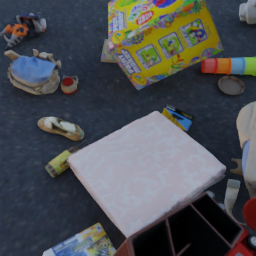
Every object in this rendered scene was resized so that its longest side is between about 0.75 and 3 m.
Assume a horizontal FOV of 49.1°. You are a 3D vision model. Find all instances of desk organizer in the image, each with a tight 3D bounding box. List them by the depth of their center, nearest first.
[{"bbox_3d":[0.757,1.986,4.343,1.070,1.148,2.983,45,22,24],"label":"desk organizer"}]

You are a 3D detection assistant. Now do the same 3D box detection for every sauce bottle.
[{"bbox_3d":[-1.592,0.788,7.516,1.280,0.414,0.414,-39,64,-21],"label":"sauce bottle"}]

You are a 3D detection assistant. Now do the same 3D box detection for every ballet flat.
[{"bbox_3d":[-1.966,-0.077,8.060,1.508,0.492,0.532,16,61,12],"label":"ballet flat"}]

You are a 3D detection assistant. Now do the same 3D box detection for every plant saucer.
[{"bbox_3d":[3.367,-1.367,9.174,0.836,0.134,0.836,0,56,0],"label":"plant saucer"}]

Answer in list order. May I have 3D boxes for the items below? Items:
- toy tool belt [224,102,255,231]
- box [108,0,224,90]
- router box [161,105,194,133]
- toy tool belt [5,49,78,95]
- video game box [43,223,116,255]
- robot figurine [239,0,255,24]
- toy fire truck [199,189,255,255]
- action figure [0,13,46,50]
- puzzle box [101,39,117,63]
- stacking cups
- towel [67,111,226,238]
[{"bbox_3d":[3.322,0.942,6.505,1.868,1.839,2.992,6,72,30],"label":"toy tool belt"},{"bbox_3d":[0.991,-3.156,8.589,2.765,1.751,2.871,-23,45,20],"label":"box"},{"bbox_3d":[1.379,-0.218,8.109,0.870,0.222,0.649,25,99,18],"label":"router box"},{"bbox_3d":[-2.688,-1.750,8.722,2.110,1.297,1.318,11,56,7],"label":"toy tool belt"},{"bbox_3d":[-0.837,2.709,5.560,1.299,0.304,1.183,-19,61,-35],"label":"video game box"},{"bbox_3d":[5.097,-4.474,10.630,1.598,1.355,0.902,5,91,28],"label":"robot figurine"},{"bbox_3d":[1.322,2.329,6.238,2.030,0.702,2.878,-32,59,-20],"label":"toy fire truck"},{"bbox_3d":[-3.952,-3.711,10.531,1.836,0.993,1.898,-29,34,-26],"label":"action figure"},{"bbox_3d":[-0.550,-2.798,10.151,0.733,0.140,1.102,3,56,3],"label":"puzzle box"},{"bbox_3d":[3.604,-2.119,9.372,2.215,0.670,0.670,4,56,3],"label":"stacking cups"},{"bbox_3d":[0.392,0.915,6.781,2.888,0.466,2.759,-27,47,-22],"label":"towel"}]
